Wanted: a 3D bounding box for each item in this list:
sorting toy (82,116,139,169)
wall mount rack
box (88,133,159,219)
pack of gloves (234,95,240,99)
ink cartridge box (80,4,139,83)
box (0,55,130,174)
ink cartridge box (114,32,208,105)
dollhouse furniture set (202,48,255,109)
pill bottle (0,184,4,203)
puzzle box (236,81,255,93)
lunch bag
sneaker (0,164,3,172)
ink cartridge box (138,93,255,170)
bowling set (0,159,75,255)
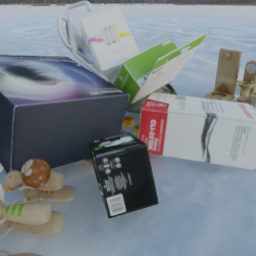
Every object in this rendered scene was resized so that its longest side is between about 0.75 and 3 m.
[{"bbox_3d":[-0.459,0.303,7.645,2.025,0.364,2.719,25,29,38],"label":"sorting toy"},{"bbox_3d":[-0.955,-2.139,7.977,0.985,2.295,2.641,-11,-5,14],"label":"wall mount rack"},{"bbox_3d":[-0.150,0.780,5.179,0.908,1.085,1.461,-13,10,-9],"label":"box"},{"bbox_3d":[4.810,-1.241,10.826,1.028,0.242,1.224,-22,34,-36],"label":"pack of gloves"},{"bbox_3d":[-0.534,-2.309,7.668,1.105,1.765,1.134,-23,-8,-8],"label":"ink cartridge box"},{"bbox_3d":[-1.871,-0.514,6.375,2.662,1.640,2.640,-13,38,-43],"label":"box"},{"bbox_3d":[0.688,-1.604,6.687,1.572,2.126,0.805,-32,81,-24],"label":"ink cartridge box"},{"bbox_3d":[3.465,-1.522,9.593,2.230,1.817,2.121,-24,35,-39],"label":"dollhouse furniture set"},{"bbox_3d":[-3.086,1.447,4.098,1.266,1.266,2.223,13,31,24],"label":"pill bottle"},{"bbox_3d":[5.117,-1.677,11.628,1.041,0.199,1.565,-3,25,-22],"label":"puzzle box"},{"bbox_3d":[0.867,-1.103,9.373,2.088,1.228,1.713,12,22,-13],"label":"lunch bag"},{"bbox_3d":[-3.476,0.374,6.528,0.949,0.842,2.246,30,-6,-40],"label":"sneaker"},{"bbox_3d":[1.737,-0.042,7.002,2.703,1.132,1.950,7,19,10],"label":"ink cartridge box"},{"bbox_3d":[-1.751,1.140,4.589,1.229,1.593,2.289,0,22,3],"label":"bowling set"}]
